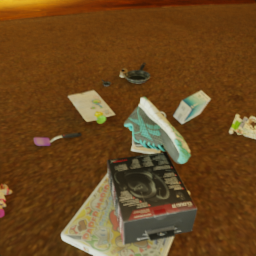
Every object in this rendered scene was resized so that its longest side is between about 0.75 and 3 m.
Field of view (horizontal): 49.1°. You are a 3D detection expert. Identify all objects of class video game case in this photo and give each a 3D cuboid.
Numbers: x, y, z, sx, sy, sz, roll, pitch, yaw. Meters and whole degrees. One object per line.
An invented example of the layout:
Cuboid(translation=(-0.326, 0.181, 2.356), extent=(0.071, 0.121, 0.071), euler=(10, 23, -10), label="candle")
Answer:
Cuboid(translation=(0.057, 2.370, 7.693), extent=(2.583, 0.325, 2.838), euler=(16, 39, 21), label="video game case")

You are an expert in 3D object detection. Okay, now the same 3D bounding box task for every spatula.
Cuboid(translation=(-2.621, 0.395, 10.565), extent=(1.761, 0.181, 0.498), euler=(-12, 39, -17), label="spatula")

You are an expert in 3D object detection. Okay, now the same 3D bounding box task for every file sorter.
Cuboid(translation=(0.777, 0.130, 10.304), extent=(1.028, 0.922, 1.481), euler=(8, 37, 12), label="file sorter")

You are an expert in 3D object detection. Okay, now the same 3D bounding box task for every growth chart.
Cuboid(translation=(5.212, 0.044, 11.043), extent=(2.241, 0.199, 1.622), euler=(15, 39, 17), label="growth chart")

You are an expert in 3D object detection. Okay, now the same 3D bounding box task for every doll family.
Cuboid(translation=(-4.581, 1.871, 7.723), extent=(2.423, 1.092, 1.504), euler=(-14, 38, -19), label="doll family")

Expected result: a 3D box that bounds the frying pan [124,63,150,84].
Cuboid(translation=(0.436, -2.929, 15.038), extent=(1.350, 0.363, 2.231), euler=(-3, 34, -5), label="frying pan")

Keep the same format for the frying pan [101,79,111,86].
Cuboid(translation=(-1.213, -2.287, 14.346), extent=(0.726, 0.118, 0.439), euler=(19, 39, 27), label="frying pan")

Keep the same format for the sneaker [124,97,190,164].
Cuboid(translation=(0.783, 0.277, 8.461), extent=(1.273, 1.083, 2.792), euler=(-43, 40, 8), label="sneaker")

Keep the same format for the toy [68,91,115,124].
Cuboid(translation=(-1.600, -0.821, 11.974), extent=(1.255, 0.514, 2.179), euler=(-16, 38, -25), label="toy")

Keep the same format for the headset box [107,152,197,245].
Cuboid(translation=(0.533, 1.817, 7.385), extent=(1.822, 0.946, 2.449), euler=(-8, 36, -11), label="headset box")

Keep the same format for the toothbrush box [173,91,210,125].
Cuboid(translation=(2.605, -0.840, 11.472), extent=(1.317, 0.964, 0.562), euler=(-27, 65, -34), label="toothbrush box")

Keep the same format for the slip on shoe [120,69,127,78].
Cuboid(translation=(-0.250, -3.079, 15.295), extent=(0.359, 0.286, 0.945), euler=(9, 37, 12), label="slip on shoe")
